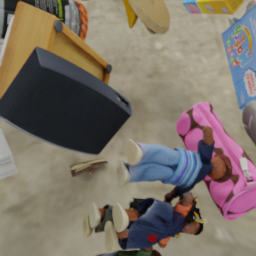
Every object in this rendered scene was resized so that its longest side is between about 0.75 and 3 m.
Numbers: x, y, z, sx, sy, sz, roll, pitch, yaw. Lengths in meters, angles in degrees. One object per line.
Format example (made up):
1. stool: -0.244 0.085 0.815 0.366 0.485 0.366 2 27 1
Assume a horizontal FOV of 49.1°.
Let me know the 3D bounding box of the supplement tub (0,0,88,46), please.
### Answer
1. supplement tub: -2.375 -2.734 6.964 2.523 1.546 1.546 -3 51 -37

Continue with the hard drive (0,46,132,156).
1. hard drive: -0.889 -0.246 4.409 1.314 1.948 0.412 -50 44 14

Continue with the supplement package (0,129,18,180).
1. supplement package: -2.690 0.592 5.148 1.006 0.558 0.784 -21 47 -25

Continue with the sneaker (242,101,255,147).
1. sneaker: 2.857 0.182 5.516 0.801 2.000 0.703 -28 30 12

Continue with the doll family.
1. doll family: 0.403 1.261 4.076 1.725 2.984 1.171 11 44 -24

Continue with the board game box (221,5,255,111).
1. board game box: 3.234 -1.836 5.652 0.511 2.792 2.112 5 68 -28

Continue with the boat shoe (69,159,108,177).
1. boat shoe: -1.024 1.078 7.518 1.054 0.380 0.379 -12 87 -20

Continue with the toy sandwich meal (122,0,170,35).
1. toy sandwich meal: 0.363 -3.275 7.569 1.965 0.673 1.965 26 51 -37

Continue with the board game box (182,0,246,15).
1. board game box: 2.498 -3.625 7.101 1.622 0.427 2.120 -46 26 5

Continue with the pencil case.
1. pencil case: 1.631 0.454 5.070 1.005 1.037 2.215 -24 46 0

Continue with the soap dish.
1. soap dish: -1.367 -0.954 5.742 1.030 2.536 1.995 7 80 27

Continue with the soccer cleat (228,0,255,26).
1. soccer cleat: 3.413 -2.834 6.807 0.759 2.211 0.942 -30 94 -30
